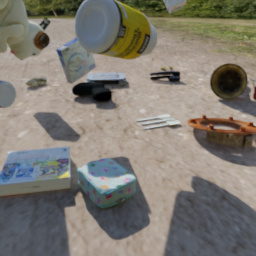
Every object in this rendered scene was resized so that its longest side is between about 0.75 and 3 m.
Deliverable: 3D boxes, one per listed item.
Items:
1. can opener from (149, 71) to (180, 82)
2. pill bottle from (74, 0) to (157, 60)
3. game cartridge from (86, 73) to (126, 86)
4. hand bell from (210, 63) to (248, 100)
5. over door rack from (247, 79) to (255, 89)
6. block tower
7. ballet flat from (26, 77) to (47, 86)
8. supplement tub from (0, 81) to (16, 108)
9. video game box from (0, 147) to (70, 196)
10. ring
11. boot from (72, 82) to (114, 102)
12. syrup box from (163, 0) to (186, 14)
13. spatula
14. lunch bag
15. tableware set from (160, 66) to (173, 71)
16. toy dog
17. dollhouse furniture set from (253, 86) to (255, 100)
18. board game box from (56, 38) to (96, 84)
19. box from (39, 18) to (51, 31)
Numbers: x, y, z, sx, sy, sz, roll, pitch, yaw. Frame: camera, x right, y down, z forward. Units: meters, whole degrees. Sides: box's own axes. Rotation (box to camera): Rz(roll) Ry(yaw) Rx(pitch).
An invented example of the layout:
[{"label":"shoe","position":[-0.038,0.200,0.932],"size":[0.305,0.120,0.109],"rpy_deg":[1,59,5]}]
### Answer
[{"label":"can opener","position":[1.818,-2.596,13.835],"size":[1.536,0.487,0.604],"rpy_deg":[4,27,7]},{"label":"pill bottle","position":[-0.184,-2.658,7.820],"size":[1.398,1.398,2.495],"rpy_deg":[17,15,31]},{"label":"game cartridge","position":[-1.055,-2.368,13.553],"size":[1.859,0.386,1.238],"rpy_deg":[-2,22,-4]},{"label":"hand bell","position":[4.683,-2.082,12.405],"size":[1.461,1.461,2.807],"rpy_deg":[14,17,27]},{"label":"over door rack","position":[6.081,-1.851,12.239],"size":[1.413,0.471,1.044],"rpy_deg":[2,10,-27]},{"label":"block tower","position":[2.925,0.271,8.159],"size":[1.305,0.352,0.377],"rpy_deg":[10,27,20]},{"label":"ballet flat","position":[-4.252,-2.148,13.104],"size":[0.334,0.395,1.045],"rpy_deg":[41,47,22]},{"label":"supplement tub","position":[-3.698,-0.963,7.611],"size":[1.181,0.724,0.724],"rpy_deg":[12,29,29]},{"label":"video game box","position":[-2.168,0.983,6.708],"size":[1.559,0.365,1.420],"rpy_deg":[-5,24,-9]},{"label":"ring","position":[2.899,-0.143,8.663],"size":[2.119,0.203,2.119],"rpy_deg":[1,13,0]},{"label":"boot","position":[-1.444,-1.432,11.450],"size":[1.518,0.562,1.244],"rpy_deg":[-9,31,-20]},{"label":"syrup box","position":[1.063,-3.614,7.248],"size":[0.441,1.119,0.456],"rpy_deg":[-24,2,4]},{"label":"spatula","position":[1.000,-0.217,9.442],"size":[1.302,0.105,0.905],"rpy_deg":[-9,29,-18]},{"label":"lunch bag","position":[-0.453,1.175,6.173],"size":[1.014,0.487,1.264],"rpy_deg":[-15,30,-34]},{"label":"tableware set","position":[2.196,-3.347,15.808],"size":[0.508,0.116,0.754],"rpy_deg":[20,33,40]},{"label":"toy dog","position":[-3.799,-3.391,9.065],"size":[1.782,2.555,2.477],"rpy_deg":[2,52,38]},{"label":"dollhouse furniture set","position":[5.824,-1.335,11.197],"size":[0.726,0.549,1.349],"rpy_deg":[-22,34,-37]},{"label":"board game box","position":[-1.570,-2.139,8.686],"size":[0.248,1.139,1.144],"rpy_deg":[21,49,34]},{"label":"box","position":[-3.866,-3.925,11.771],"size":[1.322,0.325,1.066],"rpy_deg":[-13,46,51]}]
